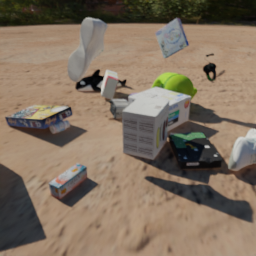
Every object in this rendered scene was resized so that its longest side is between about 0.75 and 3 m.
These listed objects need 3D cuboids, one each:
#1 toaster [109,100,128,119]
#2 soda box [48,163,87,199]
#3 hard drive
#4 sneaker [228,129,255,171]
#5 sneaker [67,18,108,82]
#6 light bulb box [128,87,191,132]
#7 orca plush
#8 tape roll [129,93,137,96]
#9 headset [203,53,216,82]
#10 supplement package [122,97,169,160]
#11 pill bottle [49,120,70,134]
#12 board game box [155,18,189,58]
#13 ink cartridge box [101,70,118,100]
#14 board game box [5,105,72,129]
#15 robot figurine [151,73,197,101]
[{"bbox_3d":[-0.387,-0.899,12.820,0.788,0.693,1.220,-4,28,-16],"label":"toaster"},{"bbox_3d":[-1.740,1.536,8.228,0.391,0.420,1.229,16,30,28],"label":"soda box"},{"bbox_3d":[2.276,0.761,9.834,1.387,0.376,1.986,-2,27,-4],"label":"hard drive"},{"bbox_3d":[4.166,0.748,9.291,1.041,0.914,2.598,25,35,35],"label":"sneaker"},{"bbox_3d":[-1.218,-2.394,8.978,0.799,2.125,0.940,43,32,22],"label":"sneaker"},{"bbox_3d":[1.327,-0.812,12.037,1.934,1.207,1.917,23,35,38],"label":"light bulb box"},{"bbox_3d":[-1.578,-2.830,16.245,2.981,1.060,1.569,-2,27,-3],"label":"orca plush"},{"bbox_3d":[0.447,-1.570,14.631,0.791,0.259,0.791,0,27,0],"label":"tape roll"},{"bbox_3d":[3.649,-2.650,12.307,0.558,1.187,0.733,-16,4,-7],"label":"headset"},{"bbox_3d":[0.650,-0.041,10.013,1.215,1.652,1.579,12,29,22],"label":"supplement package"},{"bbox_3d":[-2.792,-0.066,11.454,0.754,0.410,0.410,-22,34,-38],"label":"pill bottle"},{"bbox_3d":[2.003,-4.101,12.911,1.318,1.312,0.286,-21,-3,41],"label":"board game box"},{"bbox_3d":[-1.008,-2.357,15.120,0.641,1.115,1.537,15,24,-13],"label":"ink cartridge box"},{"bbox_3d":[-3.779,-0.501,11.836,2.375,0.411,1.609,5,24,34],"label":"board game box"},{"bbox_3d":[2.193,-1.894,13.631,2.269,1.496,2.586,12,11,-19],"label":"robot figurine"}]
